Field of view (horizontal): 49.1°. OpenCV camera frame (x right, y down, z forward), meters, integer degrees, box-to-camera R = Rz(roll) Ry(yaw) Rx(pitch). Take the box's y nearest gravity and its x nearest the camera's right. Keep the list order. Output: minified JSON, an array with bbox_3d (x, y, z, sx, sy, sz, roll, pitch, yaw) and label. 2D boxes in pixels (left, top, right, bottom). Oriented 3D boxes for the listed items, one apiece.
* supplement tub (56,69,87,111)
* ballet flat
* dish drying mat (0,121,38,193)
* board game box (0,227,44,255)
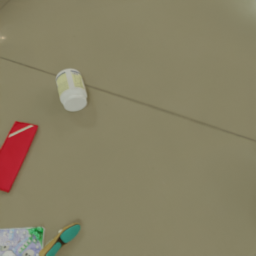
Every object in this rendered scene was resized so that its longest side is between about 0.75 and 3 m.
[{"bbox_3d":[-2.290,-1.526,11.380,1.073,1.073,1.480,-15,61,-8],"label":"supplement tub"},{"bbox_3d":[-2.184,3.513,8.820,0.478,0.521,1.517,12,42,46],"label":"ballet flat"},{"bbox_3d":[-4.334,0.982,10.420,1.046,0.248,2.722,12,61,6],"label":"dish drying mat"},{"bbox_3d":[-3.743,4.171,8.584,2.112,0.273,2.112,-3,60,-1],"label":"board game box"}]
